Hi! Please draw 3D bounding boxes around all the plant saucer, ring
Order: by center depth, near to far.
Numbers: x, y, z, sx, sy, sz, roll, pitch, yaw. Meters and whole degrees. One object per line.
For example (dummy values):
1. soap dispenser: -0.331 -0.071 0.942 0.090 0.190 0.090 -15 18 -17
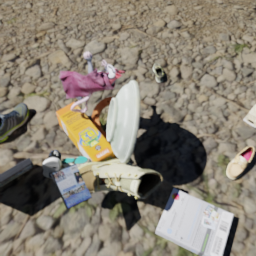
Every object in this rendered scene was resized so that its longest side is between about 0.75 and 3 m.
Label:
1. plant saucer: -0.264 -0.225 9.230 0.687 2.739 2.739 6 54 -11
2. ring: -0.568 -0.297 11.029 1.861 0.179 1.861 2 97 19

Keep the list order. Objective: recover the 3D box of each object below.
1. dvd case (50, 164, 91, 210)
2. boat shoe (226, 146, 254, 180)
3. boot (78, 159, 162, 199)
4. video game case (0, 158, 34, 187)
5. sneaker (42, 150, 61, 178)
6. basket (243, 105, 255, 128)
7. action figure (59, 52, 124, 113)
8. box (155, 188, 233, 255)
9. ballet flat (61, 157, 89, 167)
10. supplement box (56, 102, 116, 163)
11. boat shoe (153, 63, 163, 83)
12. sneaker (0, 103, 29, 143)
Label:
1. dvd case: -1.611 1.637 7.923 0.789 0.097 1.106 -20 75 -34
2. boat shoe: 4.191 1.238 10.409 0.578 0.542 1.567 34 61 21
3. boot: -0.447 1.692 8.812 2.628 0.947 2.032 -10 13 -39
4. video game case: -4.107 1.689 9.365 1.976 1.786 0.252 -32 89 -20
5. sneaker: -2.620 1.085 9.802 0.589 1.612 0.902 19 56 -15
6. basket: 5.375 -0.565 11.657 0.631 0.575 0.932 38 62 23
7. action figure: -1.243 -1.525 9.704 2.486 1.665 1.851 -3 91 33
8. box: 2.160 3.136 9.148 2.099 0.432 1.637 22 57 14
9. ballet flat: -1.863 1.284 10.175 1.236 0.429 0.429 -6 51 28
10. supplement box: -1.632 0.336 10.792 0.954 0.986 2.867 -33 64 -20
11. boat shoe: 1.445 -2.703 13.286 0.431 0.360 1.205 -5 55 -3
12. sneaker: -4.820 -0.306 11.318 0.753 0.825 2.038 23 58 15
